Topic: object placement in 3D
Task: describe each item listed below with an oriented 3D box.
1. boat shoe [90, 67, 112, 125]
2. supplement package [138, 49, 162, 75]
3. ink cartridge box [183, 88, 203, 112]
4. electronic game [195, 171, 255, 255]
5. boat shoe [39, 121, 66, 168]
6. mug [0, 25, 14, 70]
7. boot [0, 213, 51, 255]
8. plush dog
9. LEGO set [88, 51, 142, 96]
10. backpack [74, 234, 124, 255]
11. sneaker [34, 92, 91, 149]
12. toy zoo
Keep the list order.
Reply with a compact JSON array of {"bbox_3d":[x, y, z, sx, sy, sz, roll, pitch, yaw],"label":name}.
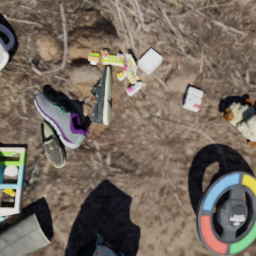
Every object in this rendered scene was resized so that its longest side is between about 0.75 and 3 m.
[{"bbox_3d":[-1.076,-1.275,10.821,0.814,0.917,2.454,-1,73,7],"label":"boat shoe"},{"bbox_3d":[0.892,-2.687,11.440,0.615,0.438,0.789,41,78,10],"label":"supplement package"},{"bbox_3d":[2.537,-1.104,10.965,0.577,0.335,0.800,20,66,-4],"label":"ink cartridge box"},{"bbox_3d":[3.479,2.842,9.323,2.875,0.598,2.875,-2,96,-23],"label":"electronic game"},{"bbox_3d":[-2.917,0.602,10.462,0.668,0.614,1.869,-24,75,-4],"label":"boat shoe"},{"bbox_3d":[-5.738,-3.389,11.058,2.229,1.877,2.542,40,49,1],"label":"mug"},{"bbox_3d":[-4.155,3.592,9.319,2.447,0.888,2.225,-29,110,0],"label":"boot"},{"bbox_3d":[4.461,-0.304,10.514,1.944,1.560,1.670,-23,59,-35],"label":"plush dog"},{"bbox_3d":[-0.419,-2.544,11.129,2.596,0.966,1.194,42,79,10],"label":"LEGO set"},{"bbox_3d":[-0.997,4.800,8.117,2.259,2.947,2.590,35,77,10],"label":"backpack"},{"bbox_3d":[-2.400,-0.513,10.438,1.121,0.953,2.561,-41,86,25],"label":"sneaker"},{"bbox_3d":[-4.757,2.106,10.235,1.802,0.281,2.746,1,75,0],"label":"toy zoo"}]
